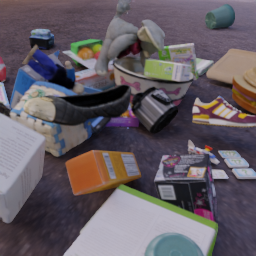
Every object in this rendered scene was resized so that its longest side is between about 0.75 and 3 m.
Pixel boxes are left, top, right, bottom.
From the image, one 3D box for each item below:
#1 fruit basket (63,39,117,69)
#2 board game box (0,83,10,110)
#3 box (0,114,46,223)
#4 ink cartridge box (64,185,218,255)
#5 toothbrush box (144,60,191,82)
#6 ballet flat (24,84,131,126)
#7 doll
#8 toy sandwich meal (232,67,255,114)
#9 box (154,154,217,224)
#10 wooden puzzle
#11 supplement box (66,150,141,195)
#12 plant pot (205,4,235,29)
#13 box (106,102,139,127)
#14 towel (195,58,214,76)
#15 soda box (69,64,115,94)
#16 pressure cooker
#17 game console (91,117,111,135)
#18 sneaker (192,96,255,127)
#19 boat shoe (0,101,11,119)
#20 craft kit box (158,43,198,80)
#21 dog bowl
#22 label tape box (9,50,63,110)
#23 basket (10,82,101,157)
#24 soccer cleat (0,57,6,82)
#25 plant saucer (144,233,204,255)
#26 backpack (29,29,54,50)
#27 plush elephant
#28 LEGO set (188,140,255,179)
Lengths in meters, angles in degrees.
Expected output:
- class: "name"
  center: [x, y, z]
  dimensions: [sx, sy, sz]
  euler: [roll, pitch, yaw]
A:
- class: "fruit basket"
  center: [-1.502, -3.268, 13.131]
  dimensions: [2.366, 1.109, 2.191]
  euler: [38, 45, 25]
- class: "board game box"
  center: [-4.856, -0.906, 9.469]
  dimensions: [1.432, 0.365, 2.130]
  euler: [-14, 33, -22]
- class: "box"
  center: [-2.458, 0.576, 4.765]
  dimensions: [1.715, 1.706, 1.121]
  euler: [28, 54, -1]
- class: "ink cartridge box"
  center: [0.021, 2.083, 3.887]
  dimensions: [1.738, 0.891, 2.351]
  euler: [17, 37, 26]
- class: "toothbrush box"
  center: [1.166, -1.692, 8.272]
  dimensions: [1.146, 0.493, 0.834]
  euler: [17, 17, 28]
- class: "ballet flat"
  center: [-0.980, -0.595, 6.116]
  dimensions: [0.968, 0.827, 2.913]
  euler: [31, 24, 27]
- class: "doll"
  center: [-1.798, -1.364, 7.110]
  dimensions: [1.623, 1.108, 0.393]
  euler: [38, 37, -21]
- class: "toy sandwich meal"
  center: [4.800, -1.080, 8.815]
  dimensions: [2.915, 0.998, 2.915]
  euler: [7, 31, -4]
- class: "box"
  center: [1.039, 1.166, 4.851]
  dimensions: [0.853, 1.291, 0.741]
  euler: [-5, 28, 23]
- class: "wooden puzzle"
  center: [4.580, -2.393, 11.310]
  dimensions: [2.042, 0.411, 2.207]
  euler: [23, 53, 34]
- class: "supplement box"
  center: [-0.372, 0.814, 5.278]
  dimensions: [0.609, 0.630, 1.832]
  euler: [-24, -16, 17]
- class: "plant pot"
  center: [6.731, -8.153, 20.796]
  dimensions: [1.599, 1.633, 1.633]
  euler: [-22, 36, -19]
- class: "box"
  center: [-0.280, -0.596, 8.957]
  dimensions: [1.174, 0.335, 1.716]
  euler: [1, 30, -2]
- class: "towel"
  center: [2.725, -3.010, 12.949]
  dimensions: [2.073, 0.318, 1.547]
  euler: [25, 40, 30]
- class: "soda box"
  center: [-1.352, -1.774, 10.563]
  dimensions: [2.192, 0.750, 0.697]
  euler: [-24, 38, -35]
- class: "pressure cooker"
  center: [0.658, -0.561, 7.868]
  dimensions: [1.056, 1.040, 1.182]
  euler: [-40, 73, -10]
- class: "game console"
  center: [-1.181, -0.323, 7.915]
  dimensions: [0.948, 0.657, 1.111]
  euler: [-46, 43, -1]
- class: "sneaker"
  center: [2.451, -0.409, 6.948]
  dimensions: [1.653, 0.745, 0.620]
  euler: [4, 1, 13]
- class: "boat shoe"
  center: [-3.417, -0.396, 7.698]
  dimensions: [0.406, 1.252, 0.458]
  euler: [36, 82, 6]
- class: "craft kit box"
  center: [1.961, -2.538, 10.994]
  dimensions: [1.396, 1.379, 0.339]
  euler: [1, 29, 29]
- class: "dog bowl"
  center: [0.776, -1.586, 9.633]
  dimensions: [2.762, 1.019, 2.762]
  euler: [8, 27, -4]
- class: "label tape box"
  center: [-2.784, -1.490, 9.187]
  dimensions: [0.679, 1.546, 2.144]
  euler: [35, 36, 2]
- class: "basket"
  center: [-1.707, -0.477, 7.499]
  dimensions: [2.025, 1.597, 2.296]
  euler: [18, 42, 22]
- class: "soccer cleat"
  center: [-5.994, -1.967, 10.538]
  dimensions: [0.974, 1.116, 2.919]
  euler: [21, 36, 31]
- class: "plant saucer"
  center: [0.594, 1.645, 3.525]
  dimensions: [0.785, 0.141, 0.785]
  euler: [0, 39, 0]
- class: "backpack"
  center: [-4.890, -5.151, 16.109]
  dimensions: [1.224, 0.983, 1.338]
  euler: [7, 27, 5]
- class: "plush elephant"
  center: [0.295, -2.839, 9.427]
  dimensions: [1.931, 2.494, 2.054]
  euler: [24, 35, 4]
- class: "LEGO set"
  center: [2.084, 0.736, 6.594]
  dimensions: [1.557, 0.382, 1.163]
  euler: [1, 27, -7]
